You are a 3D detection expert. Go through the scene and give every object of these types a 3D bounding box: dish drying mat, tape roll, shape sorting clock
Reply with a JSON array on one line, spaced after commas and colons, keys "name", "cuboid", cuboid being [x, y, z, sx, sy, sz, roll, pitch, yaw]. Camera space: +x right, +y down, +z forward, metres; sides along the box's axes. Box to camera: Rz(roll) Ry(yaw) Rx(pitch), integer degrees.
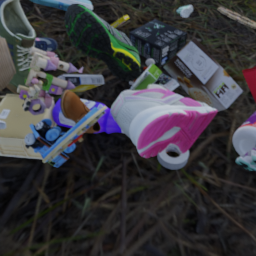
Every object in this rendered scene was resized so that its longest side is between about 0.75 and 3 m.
[{"name": "dish drying mat", "cuboid": [3.818, -0.652, 7.346, 0.204, 2.247, 0.863, -44, 21, -27]}, {"name": "tape roll", "cuboid": [1.442, 0.855, 9.022, 0.982, 0.324, 0.982, -1, 47, 1]}, {"name": "shape sorting clock", "cuboid": [-0.942, 0.128, 5.083, 0.293, 1.496, 1.496, 47, 55, -8]}]

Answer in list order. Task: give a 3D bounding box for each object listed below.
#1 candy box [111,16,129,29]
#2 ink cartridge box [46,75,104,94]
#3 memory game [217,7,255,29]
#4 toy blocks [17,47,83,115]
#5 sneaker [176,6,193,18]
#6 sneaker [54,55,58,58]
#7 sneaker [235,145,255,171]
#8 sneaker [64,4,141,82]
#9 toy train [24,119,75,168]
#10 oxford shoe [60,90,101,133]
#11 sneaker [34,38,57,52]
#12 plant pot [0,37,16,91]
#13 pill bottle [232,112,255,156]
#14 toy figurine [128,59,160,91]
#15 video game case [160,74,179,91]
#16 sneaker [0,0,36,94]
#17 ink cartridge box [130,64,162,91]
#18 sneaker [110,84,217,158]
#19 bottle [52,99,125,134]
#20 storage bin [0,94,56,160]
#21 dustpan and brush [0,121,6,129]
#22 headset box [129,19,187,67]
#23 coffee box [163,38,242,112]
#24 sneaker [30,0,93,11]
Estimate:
[{"name": "candy box", "cuboid": [-0.586, -3.863, 10.715, 1.289, 0.170, 0.659, -26, 19, 26]}, {"name": "ink cartridge box", "cuboid": [-1.771, -1.253, 8.405, 1.515, 0.356, 1.497, -14, 0, 41]}, {"name": "memory game", "cuboid": [2.585, -2.541, 6.486, 1.130, 0.072, 1.130, 16, 33, -11]}, {"name": "toy blocks", "cuboid": [-1.816, -1.031, 6.698, 1.193, 1.325, 1.418, 16, 16, -33]}, {"name": "sneaker", "cuboid": [1.964, -4.185, 10.190, 0.516, 0.322, 0.875, 3, 35, 37]}, {"name": "sneaker", "cuboid": [-3.429, -3.061, 12.699, 0.306, 0.284, 0.756, 7, 46, 18]}, {"name": "sneaker", "cuboid": [3.273, 0.595, 7.026, 0.485, 1.247, 0.873, 35, 75, -5]}, {"name": "sneaker", "cuboid": [-0.676, -2.437, 7.904, 1.025, 2.628, 1.120, -29, 40, 30]}, {"name": "toy train", "cuboid": [-1.883, 0.377, 6.772, 0.811, 1.420, 0.615, -42, 56, -3]}, {"name": "oxford shoe", "cuboid": [-1.078, -0.361, 6.679, 0.610, 1.712, 0.611, 11, 70, 19]}, {"name": "sneaker", "cuboid": [-3.409, -2.849, 9.922, 1.733, 0.608, 0.711, -4, 25, -3]}, {"name": "plant pot", "cuboid": [-2.780, -1.411, 5.824, 0.675, 1.463, 1.463, -17, 50, -17]}, {"name": "pill bottle", "cuboid": [4.541, 0.025, 9.101, 1.320, 1.320, 2.347, 36, 57, 28]}, {"name": "toy figurine", "cuboid": [0.617, -2.096, 11.262, 1.305, 0.922, 1.325, -11, 45, -5]}, {"name": "video game case", "cuboid": [1.506, -1.792, 11.618, 0.909, 0.117, 1.000, 34, 57, 27]}, {"name": "sneaker", "cuboid": [-3.048, -2.232, 7.617, 1.252, 2.789, 0.935, 2, 30, 25]}, {"name": "ink cartridge box", "cuboid": [0.446, -1.264, 8.120, 0.414, 0.809, 1.094, 40, 43, -9]}, {"name": "sneaker", "cuboid": [0.796, -0.290, 5.775, 1.314, 1.211, 2.978, 44, 21, 27]}, {"name": "bottle", "cuboid": [-1.235, -0.372, 9.776, 2.674, 0.873, 1.117, 13, 47, 12]}, {"name": "storage bin", "cuboid": [-3.647, -0.097, 9.490, 2.023, 0.955, 2.038, 4, 48, 5]}, {"name": "dustpan and brush", "cuboid": [-3.698, -0.068, 7.465, 0.879, 0.360, 1.259, 8, 2, -20]}, {"name": "headset box", "cuboid": [1.312, -4.044, 13.094, 2.127, 0.987, 1.852, 36, 57, 29]}, {"name": "coffee box", "cuboid": [2.053, -1.391, 7.874, 0.781, 1.121, 1.960, -44, 94, -13]}, {"name": "sneaker", "cuboid": [-2.232, -4.884, 9.624, 2.231, 1.456, 0.887, 5, 7, -24]}]
